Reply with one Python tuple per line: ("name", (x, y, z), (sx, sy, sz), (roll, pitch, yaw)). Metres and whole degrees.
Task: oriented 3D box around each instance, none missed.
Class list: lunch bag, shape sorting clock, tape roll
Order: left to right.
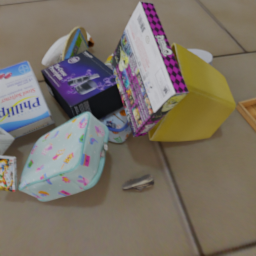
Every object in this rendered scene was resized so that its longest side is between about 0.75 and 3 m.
("lunch bag", (-1.838, 0.843, 8.356), (2.845, 1.097, 2.282), (-23, 39, 30))
("shape sorting clock", (-2.258, -3.227, 11.899), (0.413, 2.104, 2.104), (16, 51, 10))
("lunch bag", (-0.587, -0.602, 10.599), (1.942, 0.916, 2.424), (19, 51, 18))
("tape roll", (2.342, -2.588, 11.914), (2.415, 0.798, 2.415), (-6, 34, 4))

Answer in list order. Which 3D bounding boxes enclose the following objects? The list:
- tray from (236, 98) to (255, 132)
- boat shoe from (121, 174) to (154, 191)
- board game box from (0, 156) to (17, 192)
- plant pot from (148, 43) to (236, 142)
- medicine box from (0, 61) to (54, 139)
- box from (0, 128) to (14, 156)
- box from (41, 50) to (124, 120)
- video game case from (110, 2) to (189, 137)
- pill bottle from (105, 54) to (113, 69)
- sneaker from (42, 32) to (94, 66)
("tray", (5.195, -0.238, 10.608), (1.075, 0.403, 2.179), (-15, 50, -12))
("boat shoe", (0.318, 1.808, 8.780), (1.075, 0.394, 0.400), (-19, 19, 14))
("board game box", (-3.504, 1.298, 7.938), (0.640, 1.014, 0.175), (4, 15, 3))
("plant pot", (2.181, -1.000, 9.900), (2.239, 2.538, 2.539), (14, 45, -16))
("medicine box", (-4.056, -0.889, 10.026), (2.049, 1.158, 2.250), (-23, 80, -12))
("box", (-4.547, 0.253, 8.275), (1.606, 1.597, 1.049), (36, 85, -1))
("box", (-1.635, -1.518, 10.295), (2.085, 1.165, 2.954), (-28, 45, -19))
("video game case", (0.402, -1.513, 7.882), (0.503, 2.548, 2.811), (-7, 67, -26))
("pill bottle", (-0.689, -2.848, 12.563), (0.664, 0.664, 1.177), (9, 42, 8))
("sneaker", (-2.593, -3.501, 12.763), (1.213, 1.043, 2.865), (44, 59, -5))
